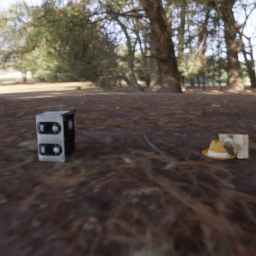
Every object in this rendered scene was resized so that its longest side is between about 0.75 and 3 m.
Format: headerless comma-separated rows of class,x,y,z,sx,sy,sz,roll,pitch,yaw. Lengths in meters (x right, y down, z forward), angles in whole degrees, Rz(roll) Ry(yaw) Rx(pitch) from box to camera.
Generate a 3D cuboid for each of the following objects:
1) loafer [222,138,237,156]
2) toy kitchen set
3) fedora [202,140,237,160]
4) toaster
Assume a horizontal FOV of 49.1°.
loafer,3.431,0.584,9.420,0.385,0.348,1.018,5,-27,31
toy kitchen set,3.580,0.636,9.806,0.744,0.823,0.912,3,-4,-36
fedora,3.296,0.741,10.068,1.286,0.524,1.286,0,11,0
toaster,-2.490,0.212,9.907,1.056,1.609,1.779,1,10,4
